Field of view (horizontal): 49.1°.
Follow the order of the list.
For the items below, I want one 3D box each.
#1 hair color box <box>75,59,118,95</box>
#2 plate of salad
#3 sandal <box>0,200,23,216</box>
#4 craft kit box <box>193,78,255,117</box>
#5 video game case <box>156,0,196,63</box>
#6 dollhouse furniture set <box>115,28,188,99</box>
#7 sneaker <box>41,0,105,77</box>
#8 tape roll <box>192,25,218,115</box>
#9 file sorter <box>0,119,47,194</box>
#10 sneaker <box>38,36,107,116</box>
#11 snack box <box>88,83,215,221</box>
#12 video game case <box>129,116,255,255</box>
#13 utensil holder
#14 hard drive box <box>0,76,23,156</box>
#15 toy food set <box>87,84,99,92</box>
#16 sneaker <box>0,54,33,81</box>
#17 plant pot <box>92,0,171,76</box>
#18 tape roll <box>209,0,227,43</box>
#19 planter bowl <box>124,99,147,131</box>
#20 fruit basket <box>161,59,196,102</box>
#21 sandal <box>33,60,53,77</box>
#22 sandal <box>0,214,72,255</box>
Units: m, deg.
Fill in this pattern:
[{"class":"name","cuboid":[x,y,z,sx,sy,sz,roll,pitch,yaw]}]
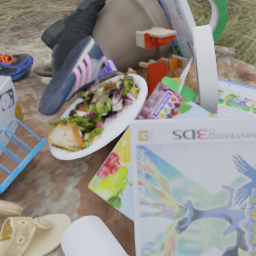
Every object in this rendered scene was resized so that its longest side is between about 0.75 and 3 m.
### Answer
[{"class":"hair color box","cuboid":[-1.096,-1.559,8.705,1.459,0.473,0.797,-26,2,17]},{"class":"plate of salad","cuboid":[-0.869,-0.458,6.882,2.887,0.693,2.887,-26,34,19]},{"class":"sandal","cuboid":[-3.175,1.809,5.811,1.922,0.705,0.632,3,61,12]},{"class":"craft kit box","cuboid":[3.214,-0.483,8.364,2.452,0.595,2.422,20,44,20]},{"class":"video game case","cuboid":[1.492,-3.342,9.544,0.288,2.431,2.213,-38,27,-15]},{"class":"dollhouse furniture set","cuboid":[0.862,-1.802,8.488,2.247,2.223,1.158,-22,33,-25]},{"class":"sneaker","cuboid":[-1.401,-2.675,8.443,2.901,0.871,1.513,-44,96,-19]},{"class":"tape roll","cuboid":[2.009,-1.460,7.345,0.426,2.330,2.330,-7,42,13]},{"class":"file sorter","cuboid":[-2.847,0.704,6.417,0.956,1.081,1.557,43,47,-11]},{"class":"sneaker","cuboid":[-1.272,-1.171,7.197,0.903,1.056,2.575,-2,52,44]},{"class":"snack box","cuboid":[0.698,0.655,5.795,1.855,0.691,2.608,34,85,8]},{"class":"video game case","cuboid":[1.412,1.293,4.626,2.681,2.941,0.324,-2,6,12]},{"class":"utensil holder","cuboid":[-0.581,2.275,5.011,0.954,0.954,1.122,-23,36,-23]},{"class":"hard drive box","cuboid":[-3.639,-0.238,7.389,0.739,1.499,1.923,5,44,5]},{"class":"toy food set","cuboid":[-0.813,-0.223,7.969,1.511,0.839,2.569,-27,37,14]},{"class":"sneaker","cuboid":[-4.845,-2.235,9.760,2.968,1.164,1.118,-11,45,-12]},{"class":"plant pot","cuboid":[-0.362,-3.108,9.860,2.510,2.893,2.893,-38,53,-12]},{"class":"tape roll","cuboid":[2.376,-4.176,10.712,2.652,2.652,0.638,-1,38,-1]},{"class":"planter bowl","cuboid":[0.169,-0.277,7.841,0.614,1.474,1.474,-23,35,29]},{"class":"fruit basket","cuboid":[1.214,-0.737,7.483,0.989,1.954,2.109,31,36,5]},{"class":"sandal","cuboid":[-2.381,-2.103,9.636,1.759,0.480,0.719,-12,36,-28]},{"class":"sandal","cuboid":[-2.258,2.119,5.398,2.330,0.766,0.854,-16,45,-17]}]
